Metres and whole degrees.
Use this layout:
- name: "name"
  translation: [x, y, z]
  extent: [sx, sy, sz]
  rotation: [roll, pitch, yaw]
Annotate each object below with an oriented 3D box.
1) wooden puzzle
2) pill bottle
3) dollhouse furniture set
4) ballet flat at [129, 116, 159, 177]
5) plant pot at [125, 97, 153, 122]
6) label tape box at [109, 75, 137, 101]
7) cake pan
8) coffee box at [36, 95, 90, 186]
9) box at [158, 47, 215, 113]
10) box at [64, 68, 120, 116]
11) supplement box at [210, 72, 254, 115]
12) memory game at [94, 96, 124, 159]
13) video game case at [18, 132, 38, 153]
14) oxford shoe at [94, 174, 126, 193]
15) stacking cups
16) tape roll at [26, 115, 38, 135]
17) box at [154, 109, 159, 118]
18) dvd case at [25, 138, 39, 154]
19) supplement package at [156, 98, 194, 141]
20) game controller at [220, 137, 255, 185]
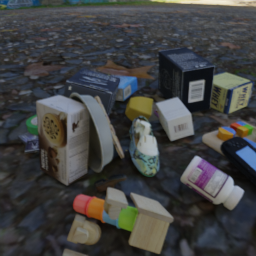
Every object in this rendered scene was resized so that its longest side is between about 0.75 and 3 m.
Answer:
- name: "wooden puzzle"
  translation: [4.335, 0.420, 10.463]
  extent: [2.333, 0.540, 2.161]
  rotation: [-19, 36, -28]
- name: "pill bottle"
  translation: [2.373, 1.583, 7.937]
  extent: [1.588, 0.891, 0.891]
  rotation: [34, 41, 17]
- name: "dollhouse furniture set"
  translation: [-0.356, 2.449, 6.231]
  extent: [1.865, 1.961, 1.598]
  rotation: [19, -4, -4]
- name: "ballet flat"
  translation: [0.549, 0.476, 9.877]
  extent: [1.051, 1.051, 2.832]
  rotation: [-5, 32, -8]
- name: "plant pot"
  translation: [0.405, -0.751, 11.579]
  extent: [0.916, 0.890, 0.896]
  rotation: [17, 54, -12]
- name: "label tape box"
  translation: [-0.907, -2.131, 14.575]
  extent: [2.307, 0.763, 1.653]
  rotation: [8, 31, 25]
- name: "cake pan"
  translation: [-1.199, 0.113, 8.909]
  extent: [0.478, 2.608, 2.608]
  rotation: [-19, 35, -25]
- name: "coffee box"
  translation: [-1.993, 0.367, 8.651]
  extent: [1.352, 2.392, 0.955]
  rotation: [21, 29, 31]
- name: "box"
  translation: [2.596, -2.281, 13.145]
  extent: [1.529, 2.120, 2.856]
  rotation: [-12, 34, -12]
- name: "box"
  translation: [-1.530, -1.494, 12.166]
  extent: [1.909, 1.346, 2.580]
  rotation: [16, 24, 1]
- name: "supplement box"
  translation: [4.639, -1.726, 13.428]
  extent: [1.791, 1.202, 1.789]
  rotation: [-20, 36, -30]
- name: "memory game"
  translation: [-0.621, -0.018, 9.486]
  extent: [0.147, 2.301, 2.301]
  rotation: [-24, 33, -2]
- name: "video game case"
  translation: [-3.207, 0.289, 11.060]
  extent: [1.812, 0.172, 1.294]
  rotation: [-27, 40, -36]
- name: "oxford shoe"
  translation: [-0.478, 1.660, 8.341]
  extent: [1.018, 0.430, 0.370]
  rotation: [-22, 4, 15]
- name: "stacking cups"
  translation: [-0.324, 2.209, 7.294]
  extent: [2.333, 0.706, 0.706]
  rotation: [11, 32, 26]
- name: "tape roll"
  translation: [-3.377, -0.191, 11.365]
  extent: [1.413, 0.340, 1.413]
  rotation: [-3, 28, 2]
- name: "box"
  translation: [1.708, -0.684, 12.677]
  extent: [0.915, 0.179, 0.626]
  rotation: [-11, 35, -19]
- name: "dvd case"
  translation: [-3.380, 0.625, 10.212]
  extent: [0.671, 0.072, 0.903]
  rotation: [-9, 29, -10]
- name: "supplement package"
  translation: [1.826, -0.379, 11.109]
  extent: [0.958, 0.961, 1.639]
  rotation: [-17, 30, 0]
- name: "game controller"
  translation: [3.992, 1.171, 8.715]
  extent: [1.230, 0.497, 2.358]
  rotation: [-23, 55, -29]
